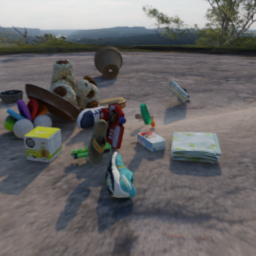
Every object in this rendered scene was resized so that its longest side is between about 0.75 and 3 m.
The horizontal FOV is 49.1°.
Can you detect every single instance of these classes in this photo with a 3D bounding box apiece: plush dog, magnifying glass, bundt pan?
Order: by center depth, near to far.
[{"bbox_3d":[0.776,-0.369,10.829,0.227,0.808,2.031,-15,-16,14],"label":"magnifying glass"},{"bbox_3d":[-2.596,-1.650,13.864,2.485,2.321,2.893,7,47,-20],"label":"plush dog"},{"bbox_3d":[-6.409,-1.722,15.426,1.301,0.488,1.301,1,22,0],"label":"bundt pan"}]

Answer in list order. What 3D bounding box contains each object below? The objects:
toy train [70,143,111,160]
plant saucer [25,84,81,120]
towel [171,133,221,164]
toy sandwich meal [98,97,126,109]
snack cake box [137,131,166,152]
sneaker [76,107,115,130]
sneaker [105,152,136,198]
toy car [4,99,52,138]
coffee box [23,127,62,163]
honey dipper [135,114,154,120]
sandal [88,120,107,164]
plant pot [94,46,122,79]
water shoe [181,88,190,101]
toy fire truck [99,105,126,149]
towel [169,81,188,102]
[{"bbox_3d":[-1.175,0.767,8.923,1.312,0.274,0.370,-13,32,-8],"label":"toy train"},{"bbox_3d":[-3.241,-0.988,11.890,2.627,0.452,2.627,25,-13,6],"label":"plant saucer"},{"bbox_3d":[2.269,0.597,9.572,1.569,0.441,1.832,5,22,10],"label":"towel"},{"bbox_3d":[-0.652,-1.003,11.944,1.242,0.425,1.242,-12,13,3],"label":"toy sandwich meal"},{"bbox_3d":[0.820,0.463,10.044,0.581,0.340,1.011,-13,25,-26],"label":"snack cake box"},{"bbox_3d":[-1.120,-0.406,11.697,1.179,0.761,2.172,9,20,26],"label":"sneaker"},{"bbox_3d":[-0.214,1.320,7.687,0.719,0.699,1.805,13,24,-15],"label":"sneaker"},{"bbox_3d":[-3.978,-0.471,11.044,1.802,1.351,1.577,-17,27,-36],"label":"toy car"},{"bbox_3d":[-2.766,0.523,9.174,0.865,0.856,0.866,5,22,13],"label":"coffee box"},{"bbox_3d":[0.750,-0.508,12.292,0.262,0.262,1.379,14,10,31],"label":"honey dipper"},{"bbox_3d":[-0.852,0.434,8.368,0.546,1.359,0.367,8,5,-40],"label":"sandal"},{"bbox_3d":[-1.463,-4.764,21.396,2.279,2.279,1.987,-3,40,-7],"label":"plant pot"},{"bbox_3d":[3.105,-1.916,15.827,0.498,0.550,1.393,-5,22,-12],"label":"water shoe"},{"bbox_3d":[-0.478,-0.060,9.963,0.810,1.444,1.213,9,7,-36],"label":"toy fire truck"},{"bbox_3d":[2.629,-1.882,14.610,1.133,0.319,1.323,42,1,12],"label":"towel"}]
